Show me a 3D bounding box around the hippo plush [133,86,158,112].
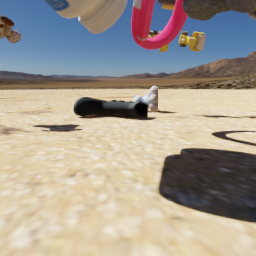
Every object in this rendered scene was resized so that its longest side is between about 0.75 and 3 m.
[{"bbox_3d":[0.685,-1.169,11.113,1.002,0.992,1.246,2,10,8],"label":"hippo plush"}]

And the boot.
[{"bbox_3d":[-0.538,-0.623,9.143,1.974,0.648,1.627,11,16,33],"label":"boot"}]

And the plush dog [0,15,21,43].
[{"bbox_3d":[-3.755,-2.927,8.034,1.118,0.897,0.960,-15,-4,-15],"label":"plush dog"}]

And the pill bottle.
[{"bbox_3d":[-1.102,-2.741,4.730,1.308,1.308,2.331,9,-22,45],"label":"pill bottle"}]

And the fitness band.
[{"bbox_3d":[0.875,-2.896,6.449,1.731,2.410,0.451,-31,61,-30],"label":"fitness band"}]

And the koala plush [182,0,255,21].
[{"bbox_3d":[1.933,-2.537,5.112,1.546,1.421,1.371,34,5,34],"label":"koala plush"}]

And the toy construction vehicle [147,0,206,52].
[{"bbox_3d":[1.653,-3.607,9.837,2.318,2.018,0.816,16,29,9],"label":"toy construction vehicle"}]
